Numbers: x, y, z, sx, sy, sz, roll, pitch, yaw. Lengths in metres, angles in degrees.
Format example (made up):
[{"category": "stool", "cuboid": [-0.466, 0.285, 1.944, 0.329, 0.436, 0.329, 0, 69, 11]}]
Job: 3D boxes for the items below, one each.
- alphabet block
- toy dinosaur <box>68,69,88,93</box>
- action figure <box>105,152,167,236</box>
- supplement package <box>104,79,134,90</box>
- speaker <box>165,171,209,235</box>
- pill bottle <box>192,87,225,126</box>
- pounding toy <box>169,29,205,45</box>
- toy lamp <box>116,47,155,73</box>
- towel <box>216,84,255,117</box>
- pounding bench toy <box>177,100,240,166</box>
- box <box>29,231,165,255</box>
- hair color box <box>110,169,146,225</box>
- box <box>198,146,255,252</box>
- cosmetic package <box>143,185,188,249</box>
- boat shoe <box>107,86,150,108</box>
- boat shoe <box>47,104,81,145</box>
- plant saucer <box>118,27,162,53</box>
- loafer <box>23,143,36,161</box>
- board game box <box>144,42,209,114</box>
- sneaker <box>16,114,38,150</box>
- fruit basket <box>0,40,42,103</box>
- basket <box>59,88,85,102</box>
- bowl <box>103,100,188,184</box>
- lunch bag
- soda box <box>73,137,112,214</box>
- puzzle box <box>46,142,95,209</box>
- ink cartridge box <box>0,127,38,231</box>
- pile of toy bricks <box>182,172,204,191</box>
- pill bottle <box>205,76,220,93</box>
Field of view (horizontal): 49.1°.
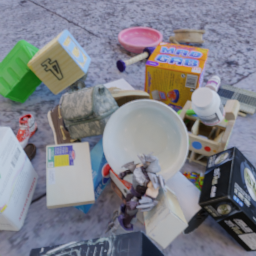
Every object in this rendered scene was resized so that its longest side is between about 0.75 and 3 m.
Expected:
[{"category": "alphabet block", "cuboid": [-2.652, -2.587, 11.026, 1.624, 1.594, 1.586, -30, 27, 20]}, {"category": "toy dinosaur", "cuboid": [-2.346, -2.480, 13.007, 1.278, 0.962, 2.499, 9, 67, 12]}, {"category": "action figure", "cuboid": [0.153, 1.746, 7.065, 0.918, 2.646, 1.722, 18, 20, -11]}, {"category": "supplement package", "cuboid": [-0.344, -1.316, 12.030, 1.130, 0.804, 1.451, -22, 47, -22]}, {"category": "speaker", "cuboid": [1.085, 1.684, 8.402, 1.203, 1.203, 2.963, -26, 49, -26]}, {"category": "pill bottle", "cuboid": [2.204, -0.601, 7.773, 0.757, 1.368, 0.757, -8, 70, 24]}, {"category": "pounding toy", "cuboid": [3.319, -5.013, 16.312, 2.350, 1.348, 1.344, -1, 13, -15]}, {"category": "toy lamp", "cuboid": [0.532, -3.681, 14.728, 2.521, 0.734, 0.734, -31, 50, -31]}, {"category": "towel", "cuboid": [4.796, -1.220, 12.374, 1.891, 0.327, 1.820, 21, 43, 25]}, {"category": "pounding bench toy", "cuboid": [2.440, -0.072, 9.385, 1.949, 2.499, 1.553, 20, 46, 20]}, {"category": "box", "cuboid": [-0.663, 3.681, 5.117, 2.691, 1.697, 2.738, -19, 39, 21]}, {"category": "hair color box", "cuboid": [0.140, 1.937, 8.329, 0.535, 0.928, 1.673, -27, 48, -26]}, {"category": "box", "cuboid": [3.036, 1.905, 7.501, 2.152, 0.927, 1.762, 45, 44, -14]}, {"category": "cosmetic package", "cuboid": [0.810, 1.997, 6.646, 0.542, 0.803, 1.526, 41, 11, -10]}, {"category": "boat shoe", "cuboid": [-0.513, -1.189, 10.600, 2.774, 0.989, 0.895, -5, 54, -22]}, {"category": "boat shoe", "cuboid": [-2.046, 0.254, 9.683, 0.872, 0.723, 2.428, 3, 56, -53]}, {"category": "plant saucer", "cuboid": [0.703, -5.073, 16.324, 2.579, 0.654, 2.579, -1, 42, 1]}, {"category": "loafer", "cuboid": [-3.553, 0.956, 9.750, 0.453, 0.440, 1.240, 6, 43, 2]}, {"category": "board game box", "cuboid": [1.998, -2.053, 11.837, 2.143, 2.145, 2.143, 14, 44, 15]}, {"category": "sneaker", "cuboid": [-3.926, 0.154, 10.350, 0.522, 0.837, 1.562, 7, 42, 13]}, {"category": "fruit basket", "cuboid": [-4.838, -2.648, 12.210, 2.668, 1.924, 2.668, -4, 80, 21]}, {"category": "basket", "cuboid": [-1.938, -0.824, 11.373, 0.887, 0.975, 1.438, 37, 51, 27]}, {"category": "bowl", "cuboid": [0.548, 0.382, 7.865, 2.326, 2.326, 1.045, 14, 7, 15]}, {"category": "lunch bag", "cuboid": [-1.251, -0.539, 8.915, 1.771, 1.485, 1.234, -8, 15, 38]}, {"category": "soda box", "cuboid": [-0.953, 1.312, 8.911, 0.892, 0.844, 2.630, 25, 51, 16]}, {"category": "puzzle box", "cuboid": [-1.676, 1.298, 8.023, 1.271, 0.243, 1.911, -5, 54, -10]}, {"category": "ink cartridge box", "cuboid": [-3.523, 1.432, 7.595, 1.089, 2.490, 1.809, 0, 49, 8]}, {"category": "pile of toy bricks", "cuboid": [2.199, 1.719, 8.656, 0.683, 1.231, 0.608, 15, 79, -23]}, {"category": "pill bottle", "cuboid": [3.918, -1.981, 12.949, 0.569, 0.569, 1.013, 19, 45, 20]}]
